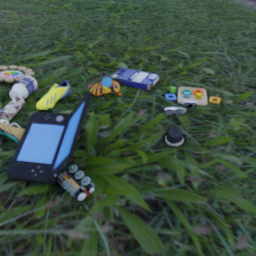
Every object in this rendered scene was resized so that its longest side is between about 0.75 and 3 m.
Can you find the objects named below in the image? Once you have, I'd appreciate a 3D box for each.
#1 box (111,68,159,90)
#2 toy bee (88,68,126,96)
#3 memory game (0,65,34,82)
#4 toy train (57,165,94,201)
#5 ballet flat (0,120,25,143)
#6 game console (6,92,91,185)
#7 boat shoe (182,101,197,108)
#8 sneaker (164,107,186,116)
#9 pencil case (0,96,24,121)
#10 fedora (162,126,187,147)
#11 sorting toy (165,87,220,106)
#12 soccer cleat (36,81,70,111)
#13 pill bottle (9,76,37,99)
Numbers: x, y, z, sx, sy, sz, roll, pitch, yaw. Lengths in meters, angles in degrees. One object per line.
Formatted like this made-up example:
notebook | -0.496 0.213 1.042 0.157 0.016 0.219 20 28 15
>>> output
box | 0.329 -2.451 13.900 2.110 0.342 1.278 16 38 20
toy bee | -0.789 -1.813 12.576 1.854 1.008 1.214 -22 8 25
memory game | -6.002 -2.804 14.325 2.241 0.143 2.241 6 30 -3
toy train | -1.503 1.581 8.036 0.689 0.515 1.209 -42 52 -19
ballet flat | -4.351 0.024 10.085 1.798 0.617 0.567 23 62 20
game console | -2.409 0.189 8.557 2.317 1.533 2.634 5 52 6
boat shoe | 2.612 -0.947 11.708 0.868 0.303 0.288 6 53 -43
sneaker | 1.916 -0.726 11.474 0.899 0.335 0.392 3 28 -2
pencil case | -4.725 -0.800 11.351 0.559 0.487 1.251 33 40 -10
fedora | 1.664 0.259 9.959 0.964 0.440 0.964 0 35 0
sorting toy | 2.900 -1.511 12.573 2.444 0.333 1.376 6 35 8
soccer cleat | -3.226 -1.410 11.963 0.646 0.836 1.999 15 37 24
pill bottle | -4.707 -1.734 12.545 0.726 0.726 1.308 8 36 11
